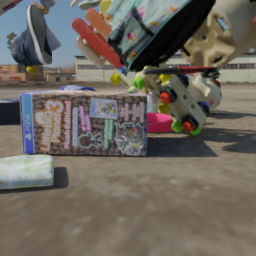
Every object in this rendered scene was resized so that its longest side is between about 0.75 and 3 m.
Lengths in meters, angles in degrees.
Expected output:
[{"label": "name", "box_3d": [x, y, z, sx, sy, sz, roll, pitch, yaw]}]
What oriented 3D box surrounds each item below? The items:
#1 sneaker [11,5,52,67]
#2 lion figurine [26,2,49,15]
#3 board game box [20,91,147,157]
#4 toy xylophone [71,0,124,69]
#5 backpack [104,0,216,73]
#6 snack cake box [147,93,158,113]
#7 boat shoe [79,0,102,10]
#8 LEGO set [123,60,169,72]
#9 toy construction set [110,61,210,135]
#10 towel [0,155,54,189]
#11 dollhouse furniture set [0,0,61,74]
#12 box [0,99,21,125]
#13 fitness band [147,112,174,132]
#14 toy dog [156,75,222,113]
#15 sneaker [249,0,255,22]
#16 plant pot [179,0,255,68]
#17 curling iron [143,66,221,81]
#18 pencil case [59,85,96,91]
[{"label": "sneaker", "box_3d": [-2.689, -2.385, 7.465, 1.099, 1.521, 0.578, -2, 12, 28]}, {"label": "lion figurine", "box_3d": [-3.278, -4.322, 10.130, 0.877, 0.537, 0.318, 38, 24, 6]}, {"label": "board game box", "box_3d": [-0.772, -0.192, 6.014, 2.349, 1.138, 1.873, 1, 10, 2]}, {"label": "toy xylophone", "box_3d": [-0.352, -2.795, 6.955, 2.008, 2.742, 0.689, 33, 41, -20]}, {"label": "backpack", "box_3d": [0.631, -2.200, 5.419, 1.934, 1.482, 1.700, -33, -5, 41]}, {"label": "snack cake box", "box_3d": [0.030, -1.133, 12.443, 2.602, 0.874, 1.496, 4, 9, 24]}, {"label": "boat shoe", "box_3d": [-1.314, -4.346, 9.720, 0.843, 0.300, 0.294, -18, -29, -7]}, {"label": "LEGO set", "box_3d": [0.489, -3.010, 10.917, 2.458, 1.424, 1.890, -12, -32, -10]}, {"label": "toy construction set", "box_3d": [1.023, -0.718, 7.265, 2.908, 1.340, 1.907, 34, -15, -22]}, {"label": "towel", "box_3d": [-1.513, 0.608, 4.016, 0.863, 0.243, 1.008, -3, 10, -13]}, {"label": "dollhouse furniture set", "box_3d": [-3.152, -3.036, 8.911, 2.337, 2.475, 1.615, -22, 32, 20]}, {"label": "box", "box_3d": [-3.888, -0.588, 9.592, 1.242, 0.765, 1.232, -7, 13, -34]}, {"label": "fitness band", "box_3d": [0.556, -0.214, 8.623, 1.543, 0.402, 2.149, -1, 10, -23]}, {"label": "toy dog", "box_3d": [2.598, -1.383, 11.666, 2.633, 1.837, 2.553, 12, 14, -9]}, {"label": "sneaker", "box_3d": [3.386, -3.472, 6.739, 0.839, 1.985, 0.744, 1, -2, 5]}, {"label": "plant pot", "box_3d": [2.792, -3.070, 8.113, 2.804, 2.804, 2.567, 11, 44, 47]}, {"label": "curling iron", "box_3d": [0.789, -0.831, 4.120, 1.133, 0.145, 0.281, 5, 32, 9]}, {"label": "pencil case", "box_3d": [-2.366, -1.323, 12.661, 1.298, 1.166, 2.989, -13, 15, -27]}]
